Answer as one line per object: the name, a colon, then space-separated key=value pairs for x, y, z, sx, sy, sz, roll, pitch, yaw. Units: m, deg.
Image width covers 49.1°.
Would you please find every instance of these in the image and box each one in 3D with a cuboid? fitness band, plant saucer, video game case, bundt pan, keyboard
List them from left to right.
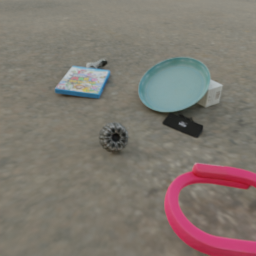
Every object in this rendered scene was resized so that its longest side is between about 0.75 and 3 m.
video game case: x=-1.952 y=-2.101 z=12.548 sx=1.866 sy=0.232 sz=2.607 roll=7 pitch=33 yaw=3
bundt pan: x=-0.389 y=0.294 z=8.349 sx=0.935 sy=0.935 sz=0.351 roll=-11 pitch=5 yaw=-17
plant saucer: x=1.772 y=-1.642 z=10.880 sx=2.786 sy=0.382 sz=2.786 roll=-11 pitch=54 yaw=15
keyboard: x=1.945 y=-0.099 z=9.708 sx=1.425 sy=0.282 sz=0.742 roll=26 pitch=64 yaw=33
fitness band: x=2.162 y=1.765 z=6.027 sx=2.762 sy=0.517 sz=1.984 roll=8 pitch=47 yaw=-3

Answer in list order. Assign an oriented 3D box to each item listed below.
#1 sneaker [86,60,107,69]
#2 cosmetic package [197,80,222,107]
sneaker: x=-1.526 y=-3.064 z=14.101 sx=1.097 sy=0.412 sz=0.634 roll=-16 pitch=40 yaw=-6
cosmetic package: x=3.063 y=-1.425 z=11.133 sx=0.794 sy=0.799 sz=0.954 roll=-19 pitch=37 yaw=-27
